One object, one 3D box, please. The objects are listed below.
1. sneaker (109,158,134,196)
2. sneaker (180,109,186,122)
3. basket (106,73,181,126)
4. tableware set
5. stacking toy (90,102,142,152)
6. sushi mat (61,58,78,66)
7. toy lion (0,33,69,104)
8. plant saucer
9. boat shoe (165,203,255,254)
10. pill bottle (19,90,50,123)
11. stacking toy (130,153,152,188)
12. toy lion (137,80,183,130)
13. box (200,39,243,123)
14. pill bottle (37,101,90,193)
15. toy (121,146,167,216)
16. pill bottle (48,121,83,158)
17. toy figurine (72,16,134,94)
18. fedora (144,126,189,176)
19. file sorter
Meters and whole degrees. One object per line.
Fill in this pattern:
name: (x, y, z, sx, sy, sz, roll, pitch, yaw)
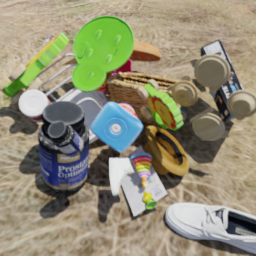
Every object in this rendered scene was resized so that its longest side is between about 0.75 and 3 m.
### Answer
sneaker: (-0.169, 1.300, 7.690, 0.664, 0.423, 1.148, -4, 51, 0)
sneaker: (1.299, -0.817, 11.276, 2.168, 0.774, 0.866, 11, 47, 12)
basket: (0.732, -1.387, 10.014, 2.527, 1.883, 1.804, 13, 56, 17)
tableware set: (2.355, -0.794, 7.978, 2.534, 2.117, 0.294, 50, 43, -7)
stacking toy: (-0.191, -0.304, 8.708, 1.255, 1.187, 2.163, 37, 19, -4)
sushi mat: (-2.097, -2.840, 11.769, 0.804, 0.102, 1.682, -7, 1, -38)
toy lion: (-3.468, -2.369, 10.552, 2.899, 0.995, 2.779, -9, 43, 51)
plant saucer: (0.214, -3.330, 12.105, 2.500, 0.468, 2.500, 9, 4, -1)
boat shoe: (2.549, 2.583, 7.819, 2.985, 0.976, 1.098, 8, 46, 12)
pill bottle: (-2.709, -0.591, 8.467, 0.792, 1.388, 0.792, 1, 82, -5)
stacking toy: (0.459, 1.320, 8.500, 0.568, 0.600, 1.034, -21, 56, 24)
toy lion: (0.932, -0.474, 7.723, 0.540, 1.572, 1.506, -35, 62, -12)
box: (3.301, -1.466, 9.834, 0.688, 2.989, 2.376, -23, 83, 13)
pill bottle: (-1.927, 0.587, 8.465, 1.493, 2.670, 1.493, 5, 39, -4)
toy: (0.402, 1.685, 8.940, 1.204, 0.493, 2.090, -38, 40, 10)
pill bottle: (-1.475, 0.264, 6.625, 0.567, 1.014, 0.567, -6, 61, 10)
toy figurine: (-0.708, -2.134, 10.241, 2.077, 2.546, 2.766, 20, 81, 15)
fedora: (1.116, 0.870, 9.321, 2.006, 0.818, 2.006, 31, 31, -21)
file sorter: (-2.027, -0.973, 10.276, 2.021, 1.813, 2.912, -33, 49, 8)
